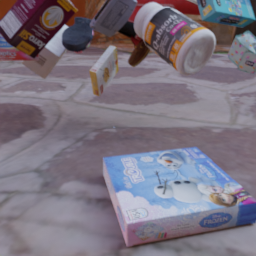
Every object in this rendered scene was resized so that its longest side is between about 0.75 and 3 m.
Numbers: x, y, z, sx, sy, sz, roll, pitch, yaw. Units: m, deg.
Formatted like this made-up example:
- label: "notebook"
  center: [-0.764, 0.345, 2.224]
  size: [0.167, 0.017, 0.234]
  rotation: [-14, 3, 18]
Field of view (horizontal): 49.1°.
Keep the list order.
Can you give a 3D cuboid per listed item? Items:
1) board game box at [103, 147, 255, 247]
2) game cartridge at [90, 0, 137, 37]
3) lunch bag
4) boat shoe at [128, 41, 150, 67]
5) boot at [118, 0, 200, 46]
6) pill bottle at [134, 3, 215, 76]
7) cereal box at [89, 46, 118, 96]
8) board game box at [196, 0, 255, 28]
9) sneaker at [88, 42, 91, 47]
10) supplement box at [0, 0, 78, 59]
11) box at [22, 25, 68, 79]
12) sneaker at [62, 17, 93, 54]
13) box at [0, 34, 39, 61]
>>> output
- label: "board game box"
  center: [0.768, 1.084, 5.210]
  size: [2.178, 0.475, 2.189]
  rotation: [-6, 21, -13]
- label: "game cartridge"
  center: [-0.423, -3.491, 8.625]
  size: [0.947, 1.421, 0.288]
  rotation: [13, 45, -43]
- label: "lunch bag"
  center: [2.658, -1.627, 6.228]
  size: [0.468, 0.653, 0.767]
  rotation: [-25, 65, -12]
- label: "boat shoe"
  center: [0.615, -3.706, 11.966]
  size: [0.841, 2.492, 0.897]
  rotation: [21, 43, -22]
- label: "boot"
  center: [1.029, -3.514, 9.192]
  size: [2.682, 1.935, 0.971]
  rotation: [14, -1, 11]
- label: "pill bottle"
  center: [1.202, -2.524, 7.753]
  size: [1.290, 1.290, 2.217]
  rotation: [-15, 49, -36]
- label: "cereal box"
  center: [-0.705, -1.732, 8.526]
  size: [0.261, 0.952, 1.323]
  rotation: [19, 55, 16]
- label: "board game box"
  center: [1.666, -2.324, 4.926]
  size: [1.262, 0.953, 0.296]
  rotation: [-9, -8, -37]
- label: "sneaker"
  center: [-1.739, -3.962, 12.106]
  size: [0.359, 0.934, 0.391]
  rotation: [15, 14, 2]
- label: "supplement box"
  center: [-2.327, -2.810, 7.188]
  size: [0.766, 1.788, 0.987]
  rotation: [50, 10, 22]
- label: "box"
  center: [-2.892, -2.982, 10.489]
  size: [0.976, 1.245, 2.001]
  rotation: [35, 39, -17]
- label: "sneaker"
  center: [-1.687, -2.977, 9.735]
  size: [0.948, 1.109, 2.703]
  rotation: [13, 34, -3]
- label: "box"
  center: [-3.796, -2.606, 8.486]
  size: [1.955, 0.933, 0.975]
  rotation: [-8, 31, -31]
